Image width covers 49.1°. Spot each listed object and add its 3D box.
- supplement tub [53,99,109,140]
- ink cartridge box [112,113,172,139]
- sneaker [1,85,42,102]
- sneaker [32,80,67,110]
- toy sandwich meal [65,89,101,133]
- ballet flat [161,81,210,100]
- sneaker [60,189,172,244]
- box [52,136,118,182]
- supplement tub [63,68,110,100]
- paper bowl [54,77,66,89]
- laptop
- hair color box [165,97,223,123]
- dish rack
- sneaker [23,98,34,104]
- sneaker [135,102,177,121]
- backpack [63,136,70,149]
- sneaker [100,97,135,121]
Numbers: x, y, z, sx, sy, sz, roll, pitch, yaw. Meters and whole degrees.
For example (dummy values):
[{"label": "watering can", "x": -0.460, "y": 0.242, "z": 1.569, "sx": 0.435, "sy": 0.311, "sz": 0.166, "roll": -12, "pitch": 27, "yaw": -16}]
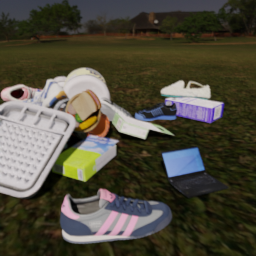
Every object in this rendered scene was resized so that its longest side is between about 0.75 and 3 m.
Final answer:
[{"label": "supplement tub", "x": -1.831, "y": -0.296, "z": 10.805, "sx": 2.161, "sy": 1.324, "sz": 1.324, "roll": 18, "pitch": 27, "yaw": 41}, {"label": "ink cartridge box", "x": 0.526, "y": 0.037, "z": 10.920, "sx": 2.085, "sy": 0.500, "sz": 1.517, "roll": 18, "pitch": 9, "yaw": -17}, {"label": "sneaker", "x": -4.751, "y": -1.503, "z": 13.739, "sx": 2.573, "sy": 0.968, "sz": 1.345, "roll": 3, "pitch": -2, "yaw": -33}, {"label": "sneaker", "x": -3.542, "y": -1.013, "z": 11.641, "sx": 1.044, "sy": 2.368, "sz": 0.891, "roll": 55, "pitch": 21, "yaw": 12}, {"label": "toy sandwich meal", "x": -1.568, "y": -0.548, "z": 9.487, "sx": 1.513, "sy": 1.513, "sz": 0.518, "roll": 8, "pitch": 4, "yaw": 20}, {"label": "ballet flat", "x": 2.864, "y": -1.907, "z": 13.957, "sx": 2.608, "sy": 0.936, "sz": 0.936, "roll": 4, "pitch": 20, "yaw": -12}, {"label": "sneaker", "x": -0.218, "y": 1.741, "z": 5.868, "sx": 2.388, "sy": 0.979, "sz": 0.838, "roll": -6, "pitch": 21, "yaw": -11}, {"label": "box", "x": -1.289, "y": 0.883, "z": 8.841, "sx": 1.231, "sy": 0.481, "sz": 2.019, "roll": 10, "pitch": 24, "yaw": 26}, {"label": "supplement tub", "x": -2.008, "y": -1.631, "z": 13.155, "sx": 2.114, "sy": 2.114, "sz": 2.916, "roll": -3, "pitch": 21, "yaw": -8}, {"label": "paper bowl", "x": -3.959, "y": -2.427, "z": 16.777, "sx": 1.203, "sy": 1.203, "sz": 0.626, "roll": -5, "pitch": 55, "yaw": -12}, {"label": "laptop", "x": 1.798, "y": 1.157, "z": 7.731, "sx": 1.299, "sy": 0.757, "sz": 1.466, "roll": -7, "pitch": 18, "yaw": -21}, {"label": "hair color box", "x": 3.070, "y": -0.927, "z": 13.237, "sx": 2.391, "sy": 0.775, "sz": 1.307, "roll": 18, "pitch": 24, "yaw": 36}, {"label": "dish rack", "x": -3.063, "y": 0.577, "z": 7.920, "sx": 2.506, "sy": 0.636, "sz": 2.920, "roll": 15, "pitch": 49, "yaw": 9}, {"label": "sneaker", "x": -4.399, "y": -0.987, "z": 12.993, "sx": 1.081, "sy": 1.063, "sz": 2.808, "roll": 13, "pitch": 23, "yaw": 24}, {"label": "sneaker", "x": 1.279, "y": -0.788, "z": 12.873, "sx": 1.955, "sy": 0.762, "sz": 0.686, "roll": -3, "pitch": 24, "yaw": -9}, {"label": "backpack", "x": -2.834, "y": 0.193, "z": 9.758, "sx": 1.409, "sy": 1.131, "sz": 1.540, "roll": -7, "pitch": 17, "yaw": -24}, {"label": "sneaker", "x": -0.613, "y": -0.368, "z": 11.935, "sx": 1.928, "sy": 1.113, "sz": 0.723, "roll": 35, "pitch": 14, "yaw": -11}]
